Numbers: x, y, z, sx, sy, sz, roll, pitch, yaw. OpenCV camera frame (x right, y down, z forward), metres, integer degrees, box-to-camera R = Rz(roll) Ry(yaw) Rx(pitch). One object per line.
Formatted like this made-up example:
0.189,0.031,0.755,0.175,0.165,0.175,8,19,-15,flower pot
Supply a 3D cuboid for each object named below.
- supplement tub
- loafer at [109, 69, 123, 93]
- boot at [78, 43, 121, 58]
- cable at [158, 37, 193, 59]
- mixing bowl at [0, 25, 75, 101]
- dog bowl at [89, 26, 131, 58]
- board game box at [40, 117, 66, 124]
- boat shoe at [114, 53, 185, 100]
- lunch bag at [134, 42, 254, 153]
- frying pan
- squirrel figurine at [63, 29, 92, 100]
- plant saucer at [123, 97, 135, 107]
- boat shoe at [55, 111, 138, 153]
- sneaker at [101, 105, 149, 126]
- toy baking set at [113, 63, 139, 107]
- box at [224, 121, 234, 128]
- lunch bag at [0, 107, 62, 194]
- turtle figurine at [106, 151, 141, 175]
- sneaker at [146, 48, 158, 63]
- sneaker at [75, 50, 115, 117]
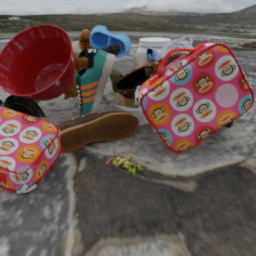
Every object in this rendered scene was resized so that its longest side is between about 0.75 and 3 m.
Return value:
1.297,-3.120,13.936,1.789,2.461,1.789,0,24,0,supplement tub
-0.382,-1.667,10.133,0.427,1.265,0.481,1,68,8,loafer
-0.929,-2.491,9.166,1.186,0.410,1.032,-21,-8,33,boot
1.865,-2.733,10.880,1.424,1.424,0.493,-5,-14,24,cable
-2.964,-2.028,9.903,2.820,1.527,2.820,-6,67,13,mixing bowl
-0.705,-3.172,10.455,1.616,0.901,0.400,22,40,2,dog bowl
-2.538,-0.030,9.407,1.154,0.356,1.153,-11,33,-23,board game box
0.829,-1.643,9.107,2.838,0.999,0.998,-23,-24,32,boat shoe
1.745,-0.984,7.905,2.942,2.591,1.205,-33,19,8,lunch bag
-3.834,-0.494,9.148,2.596,0.423,1.570,6,52,-54,frying pan
-1.888,-2.243,11.907,1.880,2.479,2.656,-9,-28,32,squirrel figurine
0.162,-1.379,11.280,0.218,1.166,1.166,32,10,-27,plant saucer
-1.086,-0.057,8.808,2.808,0.988,0.987,-11,29,-23,boat shoe
0.086,-0.443,10.241,2.036,0.750,1.176,12,11,35,sneaker
0.020,-1.500,11.055,1.649,0.250,2.149,-28,46,40,toy baking set
2.551,-1.116,10.172,2.958,0.680,2.351,17,34,24,box
-3.066,0.549,6.875,2.405,0.985,2.118,18,43,12,lunch bag
-0.093,0.960,7.371,0.749,0.299,0.928,26,24,31,turtle figurine
0.934,-2.540,10.713,0.443,1.198,0.493,-24,-25,28,sneaker
-1.297,-1.336,9.149,1.036,2.592,0.925,19,27,-9,sneaker
